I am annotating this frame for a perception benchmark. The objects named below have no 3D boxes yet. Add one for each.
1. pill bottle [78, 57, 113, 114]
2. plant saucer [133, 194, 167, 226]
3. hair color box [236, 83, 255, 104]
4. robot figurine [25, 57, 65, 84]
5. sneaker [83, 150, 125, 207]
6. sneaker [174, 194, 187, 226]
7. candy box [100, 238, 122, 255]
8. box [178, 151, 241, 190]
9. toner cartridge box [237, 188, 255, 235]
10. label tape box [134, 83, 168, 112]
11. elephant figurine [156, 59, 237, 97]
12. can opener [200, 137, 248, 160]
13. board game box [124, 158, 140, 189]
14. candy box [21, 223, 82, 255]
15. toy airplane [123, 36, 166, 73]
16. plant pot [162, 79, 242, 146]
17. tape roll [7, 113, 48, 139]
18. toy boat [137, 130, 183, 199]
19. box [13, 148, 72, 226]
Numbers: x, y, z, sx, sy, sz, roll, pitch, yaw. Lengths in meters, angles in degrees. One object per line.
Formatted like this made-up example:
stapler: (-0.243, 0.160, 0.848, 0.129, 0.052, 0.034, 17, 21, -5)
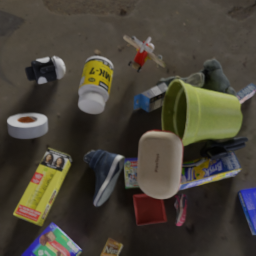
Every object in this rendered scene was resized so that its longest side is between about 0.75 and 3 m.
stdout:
pill bottle: (-1.416, -1.830, 12.116, 1.306, 1.306, 2.285, 5, 61, 3)
plant saucer: (0.767, 2.915, 10.101, 1.082, 0.199, 1.084, -6, 60, -3)
hair color box: (5.029, -1.406, 12.278, 1.196, 0.598, 0.362, -32, 65, -15)
robot figurine: (-3.701, -2.597, 12.563, 1.712, 1.068, 1.286, -17, 53, -17)
sneaker: (-1.163, 1.775, 10.461, 1.456, 0.766, 2.016, 19, 74, 23)
sneaker: (1.837, 2.931, 9.998, 0.417, 0.451, 1.118, -2, 54, 28)
candy box: (-0.609, 4.220, 9.337, 0.518, 0.248, 0.898, 23, 64, 11)
box: (2.842, 1.609, 10.449, 2.422, 0.849, 0.779, -12, 62, -7)
toner cartridge box: (4.548, 2.954, 9.999, 0.728, 0.331, 1.532, -8, 61, -3)
label tape box: (0.981, -1.180, 11.894, 1.454, 1.049, 0.460, -26, 64, -13)
elephant figurine: (2.814, -1.676, 12.025, 2.582, 2.003, 1.827, -24, 100, -1)
can opener: (3.663, 0.767, 10.633, 2.143, 0.679, 0.843, -11, 53, -26)
board game box: (0.711, 1.698, 10.752, 1.730, 0.252, 1.164, -4, 62, -2)
candy box: (-2.564, 4.203, 9.131, 1.368, 0.623, 1.618, 35, 67, 18)
toy airplane: (0.725, -3.373, 12.284, 1.713, 1.721, 1.214, 10, 49, 45)
plant pot: (2.874, -0.467, 10.874, 2.435, 2.649, 2.649, 2, 60, -13)
tape roll: (-3.990, -0.105, 11.153, 1.505, 0.497, 1.505, 4, 24, -2)
toy boat: (1.218, 1.276, 10.032, 1.565, 1.567, 2.398, 5, 92, 22)
box: (-3.054, 2.123, 10.251, 0.988, 0.658, 2.625, 19, 64, 9)
